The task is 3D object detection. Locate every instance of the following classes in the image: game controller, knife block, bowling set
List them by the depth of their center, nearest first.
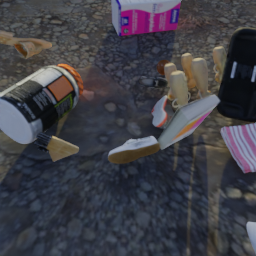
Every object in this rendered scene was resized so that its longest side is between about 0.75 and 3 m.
[{"bbox_3d":[-1.856,0.374,7.209,0.981,0.861,0.314,-21,10,-12],"label":"knife block"},{"bbox_3d":[3.671,-1.639,8.543,1.479,0.597,2.836,13,90,15],"label":"game controller"},{"bbox_3d":[1.923,-1.607,9.307,2.697,1.448,1.877,-31,30,-25],"label":"bowling set"}]

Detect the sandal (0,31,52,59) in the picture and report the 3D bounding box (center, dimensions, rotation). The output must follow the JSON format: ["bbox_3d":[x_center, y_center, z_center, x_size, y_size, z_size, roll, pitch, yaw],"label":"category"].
[{"bbox_3d":[-3.877,-2.905,10.297,2.182,0.800,0.718,3,80,-42],"label":"sandal"}]

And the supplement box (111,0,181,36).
[{"bbox_3d":[0.735,-5.115,12.291,2.715,1.374,1.403,-11,48,-10],"label":"supplement box"}]

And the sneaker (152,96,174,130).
[{"bbox_3d":[1.138,-0.396,8.619,0.644,0.606,1.574,36,36,-16],"label":"sneaker"}]

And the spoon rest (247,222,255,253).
[{"bbox_3d":[2.748,2.682,5.342,0.544,0.892,1.796,-35,64,22],"label":"spoon rest"}]

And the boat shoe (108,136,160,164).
[{"bbox_3d":[0.116,0.561,7.665,1.447,0.512,0.502,-12,46,-14],"label":"boat shoe"}]

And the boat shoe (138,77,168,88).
[{"bbox_3d":[0.845,-1.532,9.436,1.012,0.374,0.305,13,21,8],"label":"boat shoe"}]

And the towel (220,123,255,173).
[{"bbox_3d":[3.786,0.435,7.761,2.051,0.307,1.501,-9,49,-8],"label":"towel"}]

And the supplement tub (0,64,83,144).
[{"bbox_3d":[-2.495,-0.812,8.130,1.519,1.519,2.479,22,44,19],"label":"supplement tub"}]

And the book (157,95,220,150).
[{"bbox_3d":[1.546,-0.105,7.355,1.163,1.740,0.418,-24,70,-26],"label":"book"}]
